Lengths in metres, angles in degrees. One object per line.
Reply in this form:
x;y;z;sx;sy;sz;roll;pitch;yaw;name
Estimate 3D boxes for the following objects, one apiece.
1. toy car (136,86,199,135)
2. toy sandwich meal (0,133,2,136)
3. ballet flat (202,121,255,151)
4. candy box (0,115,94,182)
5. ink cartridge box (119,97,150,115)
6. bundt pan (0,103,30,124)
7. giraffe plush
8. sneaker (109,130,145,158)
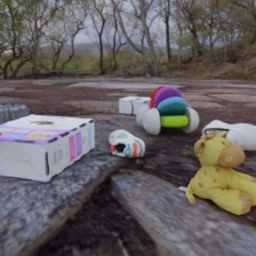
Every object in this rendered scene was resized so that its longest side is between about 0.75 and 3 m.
1.591;-0.793;11.538;2.198;1.884;2.512;-2;13;-12;toy car
-3.263;0.108;6.268;0.328;0.959;0.959;-20;4;26;toy sandwich meal
3.405;0.323;9.386;0.943;0.943;2.715;-4;10;-16;ballet flat
-2.631;0.426;8.181;2.422;1.033;2.887;4;14;17;candy box
0.668;-1.230;15.689;1.985;0.836;1.435;7;15;27;ink cartridge box
-5.849;-0.733;13.708;2.118;0.795;2.118;1;13;0;bundt pan
1.917;0.801;5.853;1.682;1.364;1.451;4;14;18;giraffe plush
-0.273;0.488;8.781;0.842;0.634;1.801;-2;15;-35;sneaker
